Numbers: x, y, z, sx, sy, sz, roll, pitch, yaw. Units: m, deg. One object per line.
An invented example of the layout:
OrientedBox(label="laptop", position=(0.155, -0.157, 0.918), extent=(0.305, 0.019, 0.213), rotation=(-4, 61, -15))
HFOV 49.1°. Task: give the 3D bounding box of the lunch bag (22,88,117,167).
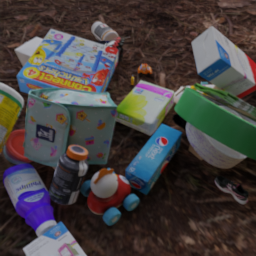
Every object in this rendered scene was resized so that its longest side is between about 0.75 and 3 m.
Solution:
OrientedBox(label="lunch bag", position=(-1.569, -0.014, 7.376), extent=(2.218, 1.889, 1.352), rotation=(1, 28, -24))

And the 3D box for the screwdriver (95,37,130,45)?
OrientedBox(label="screwdriver", position=(-0.609, -3.346, 10.868), extent=(1.417, 0.206, 0.198), rotation=(-8, 26, 0))

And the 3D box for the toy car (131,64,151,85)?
OrientedBox(label="toy car", position=(0.535, -2.100, 10.869), extent=(0.577, 0.391, 1.176), rotation=(17, 49, 12))

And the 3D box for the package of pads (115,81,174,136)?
OrientedBox(label="package of pads", position=(0.604, -0.693, 9.331), extent=(1.427, 0.630, 1.847), rotation=(23, 54, 22))

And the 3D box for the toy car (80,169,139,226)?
OrientedBox(label="toy car", position=(-0.469, 1.399, 6.837), extent=(1.197, 1.353, 1.247), rotation=(-29, 53, -27))

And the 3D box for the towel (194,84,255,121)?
OrientedBox(label="towel", position=(3.150, -0.695, 8.511), extent=(2.122, 0.326, 1.583), rotation=(22, 7, -27))

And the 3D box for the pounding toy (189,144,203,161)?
OrientedBox(label="pounding toy", position=(2.295, 0.393, 8.050), extent=(0.931, 1.011, 0.719), rotation=(-31, 54, -26))

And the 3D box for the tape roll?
OrientedBox(label="tape roll", position=(2.723, -0.119, 7.598), extent=(2.979, 0.716, 2.979), rotation=(26, 16, -8))

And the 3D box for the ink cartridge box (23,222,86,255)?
OrientedBox(label="ink cartridge box", position=(-1.435, 2.878, 5.968), extent=(0.976, 0.572, 1.351), rotation=(-32, 55, -28))

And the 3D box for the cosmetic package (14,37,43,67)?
OrientedBox(label="cosmetic package", position=(-3.213, -2.694, 10.817), extent=(2.157, 0.915, 1.161), rotation=(27, 58, 36))

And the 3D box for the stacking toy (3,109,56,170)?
OrientedBox(label="stacking toy", position=(-2.577, 0.432, 8.451), extent=(1.845, 0.861, 2.038), rotation=(30, 50, -8))

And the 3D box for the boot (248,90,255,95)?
OrientedBox(label="boot", position=(4.598, -1.961, 8.868), extent=(2.293, 2.436, 0.834), rotation=(31, 39, -3))

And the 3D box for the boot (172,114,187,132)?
OrientedBox(label="boot", position=(1.771, -0.045, 8.603), extent=(0.340, 0.754, 0.920), rotation=(-42, 58, 19))

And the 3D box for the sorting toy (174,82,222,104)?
OrientedBox(label="sorting toy", position=(2.328, -1.156, 9.864), extent=(1.415, 0.840, 1.572), rotation=(13, 44, 39))

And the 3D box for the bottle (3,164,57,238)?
OrientedBox(label="bottle", position=(-2.393, 1.775, 6.928), extent=(0.846, 0.661, 2.026), rotation=(-16, 47, -34))

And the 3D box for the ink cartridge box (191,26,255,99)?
OrientedBox(label="ink cartridge box", position=(2.948, -1.726, 8.119), extent=(2.289, 0.770, 1.330), rotation=(24, 49, -31))

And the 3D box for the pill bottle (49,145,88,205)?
OrientedBox(label="pill bottle", position=(-1.401, 1.108, 6.781), extent=(0.728, 1.371, 0.728), rotation=(19, 19, -7))

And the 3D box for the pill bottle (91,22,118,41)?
OrientedBox(label="pill bottle", position=(-1.073, -4.215, 12.633), extent=(0.794, 0.794, 1.365), rotation=(-24, 51, -21))

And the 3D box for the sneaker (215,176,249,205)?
OrientedBox(label="sneaker", position=(2.766, 1.540, 7.368), extent=(0.955, 0.412, 0.384), rotation=(34, 54, 29))

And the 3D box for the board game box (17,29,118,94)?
OrientedBox(label="board game box", position=(-1.821, -1.880, 9.022), extent=(2.479, 0.693, 2.428), rotation=(17, 54, 1))

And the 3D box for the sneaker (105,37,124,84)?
OrientedBox(label="sneaker", position=(-1.008, -2.846, 11.162), extent=(1.369, 0.990, 2.802), rotation=(14, 49, 10))

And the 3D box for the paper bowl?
OrientedBox(label="paper bowl", position=(2.551, 0.130, 7.616), extent=(1.788, 0.930, 1.788), rotation=(19, 45, -20))

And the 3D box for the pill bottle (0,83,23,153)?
OrientedBox(label="pill bottle", position=(-3.670, 0.052, 7.049), extent=(1.287, 1.287, 2.282), rotation=(11, 66, 11))

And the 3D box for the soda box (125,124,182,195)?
OrientedBox(label="soda box", position=(0.746, 0.829, 7.879), extent=(0.692, 0.654, 2.039), rotation=(25, 52, 22))
